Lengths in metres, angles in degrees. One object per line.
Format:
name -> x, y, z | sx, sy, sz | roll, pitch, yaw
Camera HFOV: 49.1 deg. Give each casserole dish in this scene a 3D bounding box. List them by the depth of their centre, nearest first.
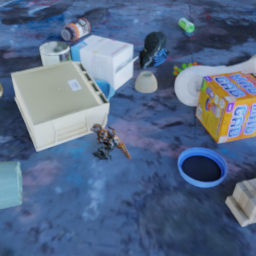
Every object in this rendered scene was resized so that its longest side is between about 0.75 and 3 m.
casserole dish -> -1.861, -1.181, 10.517 | 2.720, 0.528, 1.648 | 1, 39, 0

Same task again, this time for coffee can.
coffee can -> -2.865, -2.523, 11.327 | 1.137, 1.554, 1.137 | 0, 39, 0

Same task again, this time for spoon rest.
spoon rest -> 3.083, -1.704, 9.960 | 2.878, 1.430, 0.872 | -17, 10, 13

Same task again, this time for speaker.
speaker -> 3.397, -6.008, 16.400 | 0.527, 0.527, 1.191 | -10, 41, -12

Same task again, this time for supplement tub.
supplement tub -> -2.884, -5.323, 15.262 | 0.904, 0.904, 1.691 | 20, 43, 23

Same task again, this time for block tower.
block tower -> 3.905, 1.601, 6.927 | 2.777, 0.803, 0.750 | -11, 40, -12

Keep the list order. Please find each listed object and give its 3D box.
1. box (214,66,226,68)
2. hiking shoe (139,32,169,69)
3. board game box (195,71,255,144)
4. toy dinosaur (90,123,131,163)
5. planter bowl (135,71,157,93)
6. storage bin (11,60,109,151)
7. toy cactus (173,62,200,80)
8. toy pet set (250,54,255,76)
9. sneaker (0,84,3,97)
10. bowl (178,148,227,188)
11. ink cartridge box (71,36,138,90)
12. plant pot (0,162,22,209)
box -> 3.462, -2.083, 11.636 | 1.621, 0.488, 0.946 | -11, 41, -12
hiking shoe -> 1.230, -3.302, 11.747 | 1.122, 2.588, 0.963 | -9, 85, -12
board game box -> 3.355, -0.704, 9.080 | 1.585, 1.586, 1.585 | -10, 40, -12
toy dinosaur -> -0.536, 0.452, 8.225 | 1.417, 0.724, 0.962 | 27, 61, 15
planter bowl -> 0.730, -1.908, 11.332 | 0.911, 0.613, 0.911 | 1, 39, 0
storage bin -> -2.261, -0.894, 9.293 | 2.484, 1.173, 2.502 | -19, 54, -23
toy cactus -> 2.350, -2.015, 11.001 | 1.280, 1.056, 0.655 | -5, 34, 36
toy pet set -> 6.267, -3.236, 11.508 | 2.438, 2.611, 1.387 | -42, 27, -7
sneaker -> -5.420, -1.312, 10.177 | 0.851, 1.140, 2.538 | 4, 40, 5
bowl -> 2.073, 1.115, 7.917 | 1.352, 0.265, 1.352 | 0, 39, 0
ink cartridge box -> -0.904, -2.684, 11.590 | 2.339, 1.465, 1.503 | 21, 44, 24
plant pot -> -3.352, 1.408, 6.777 | 1.409, 1.439, 1.439 | -4, 39, -17
